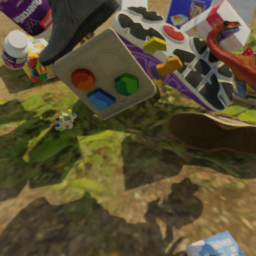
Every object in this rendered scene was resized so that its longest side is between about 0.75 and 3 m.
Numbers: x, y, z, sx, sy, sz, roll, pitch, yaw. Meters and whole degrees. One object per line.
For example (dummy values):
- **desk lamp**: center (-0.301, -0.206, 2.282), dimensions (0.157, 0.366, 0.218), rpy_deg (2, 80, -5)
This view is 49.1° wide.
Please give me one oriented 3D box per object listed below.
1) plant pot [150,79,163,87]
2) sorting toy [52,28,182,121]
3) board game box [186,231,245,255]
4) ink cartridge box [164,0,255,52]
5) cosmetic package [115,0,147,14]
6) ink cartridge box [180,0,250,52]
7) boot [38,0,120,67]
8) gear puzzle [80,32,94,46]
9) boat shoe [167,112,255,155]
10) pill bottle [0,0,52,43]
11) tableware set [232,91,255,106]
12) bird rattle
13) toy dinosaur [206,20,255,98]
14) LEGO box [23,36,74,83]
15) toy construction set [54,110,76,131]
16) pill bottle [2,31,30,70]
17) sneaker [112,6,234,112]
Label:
- **plant pot**: center (0.069, -2.059, 9.352), dimensions (2.445, 2.445, 2.301), rpy_deg (24, 60, 28)
- **sorting toy**: center (-0.152, -0.901, 4.612), dimensions (1.851, 1.379, 0.248), rpy_deg (-25, 36, 24)
- **board game box**: center (1.685, 2.444, 5.093), dimensions (0.926, 0.201, 0.921), rpy_deg (-13, 39, -17)
- **ink cartridge box**: center (2.719, -4.113, 8.961), dimensions (2.667, 2.699, 0.634), rpy_deg (18, 14, 14)
- **cosmetic package**: center (0.059, -3.259, 7.675), dimensions (0.695, 0.989, 1.949), rpy_deg (9, 58, -12)
- **ink cartridge box**: center (2.250, -2.524, 7.638), dimensions (1.603, 1.183, 0.686), rpy_deg (-11, 42, 58)
- **boot**: center (-1.816, -3.031, 7.155), dimensions (2.985, 1.965, 1.042), rpy_deg (-30, 26, 31)
- **gear puzzle**: center (-1.259, -3.097, 8.598), dimensions (0.906, 1.749, 0.229), rpy_deg (35, 53, 20)
- **boat shoe**: center (2.494, 0.068, 7.697), dimensions (2.765, 0.998, 0.995), rpy_deg (8, 16, 19)
- **pill bottle**: center (-3.024, -3.709, 8.614), dimensions (1.355, 2.410, 1.355), rpy_deg (-17, 57, 28)
- **tableware set**: center (5.088, -1.404, 9.129), dimensions (2.820, 0.565, 1.864), rpy_deg (24, 70, 27)
- **bird rattle**: center (2.621, -1.228, 6.328), dimensions (1.339, 0.754, 1.092), rpy_deg (-9, 59, -39)
- **toy dinosaur**: center (2.564, -1.079, 5.095), dimensions (2.443, 1.413, 2.692), rpy_deg (32, 13, -4)
- **LEGO box**: center (-3.438, -2.971, 11.439), dimensions (1.853, 0.960, 2.488), rpy_deg (-20, 42, -24)
- **toy construction set**: center (-1.869, -0.182, 8.343), dimensions (0.611, 0.430, 0.933), rpy_deg (-4, 27, -5)
- **pill bottle**: center (-3.099, -2.147, 7.738), dimensions (0.676, 1.213, 0.676), rpy_deg (7, 74, -25)
- **sneaker**: center (0.907, -1.375, 6.003), dimensions (2.976, 1.241, 1.200), rpy_deg (40, 64, 9)
